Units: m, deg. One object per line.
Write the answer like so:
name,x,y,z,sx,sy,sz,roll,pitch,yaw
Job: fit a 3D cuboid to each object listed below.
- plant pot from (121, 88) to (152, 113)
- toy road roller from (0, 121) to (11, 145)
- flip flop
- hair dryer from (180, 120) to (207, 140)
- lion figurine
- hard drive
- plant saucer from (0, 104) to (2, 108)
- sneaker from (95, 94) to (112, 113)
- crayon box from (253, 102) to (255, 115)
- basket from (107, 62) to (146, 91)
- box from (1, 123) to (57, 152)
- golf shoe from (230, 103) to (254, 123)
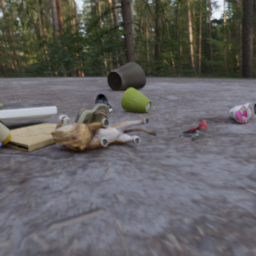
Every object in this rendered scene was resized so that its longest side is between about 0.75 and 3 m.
plant pot,0.474,-1.178,13.240,1.190,1.113,1.113,26,25,30
toy road roller,-3.889,0.118,7.553,0.986,0.830,1.350,-48,42,-13
flip flop,-1.024,-0.249,8.957,0.658,0.927,2.286,17,11,11
hair dryer,2.134,0.012,8.852,0.968,0.263,0.737,-31,27,-22
lion figurine,-0.649,0.185,7.713,2.657,0.963,1.627,8,-13,-41
hard drive,-3.901,-0.435,9.868,2.363,0.315,1.559,-8,0,-31
plant saucer,-7.030,-0.907,13.385,1.914,0.297,1.914,0,14,0
sneaker,-1.157,-1.174,13.137,0.793,0.917,2.094,0,13,-2
crayon box,5.976,-0.923,13.014,0.201,0.490,0.779,7,15,28
basket,-0.221,-4.222,23.863,2.925,2.637,1.989,-28,-12,-47
box,-2.805,0.219,8.674,1.840,0.239,2.251,7,16,30
golf shoe,4.467,-0.539,11.296,0.870,0.716,1.901,-10,3,37
